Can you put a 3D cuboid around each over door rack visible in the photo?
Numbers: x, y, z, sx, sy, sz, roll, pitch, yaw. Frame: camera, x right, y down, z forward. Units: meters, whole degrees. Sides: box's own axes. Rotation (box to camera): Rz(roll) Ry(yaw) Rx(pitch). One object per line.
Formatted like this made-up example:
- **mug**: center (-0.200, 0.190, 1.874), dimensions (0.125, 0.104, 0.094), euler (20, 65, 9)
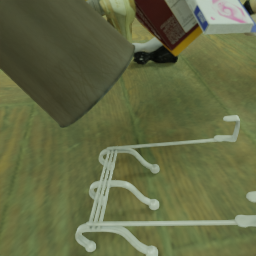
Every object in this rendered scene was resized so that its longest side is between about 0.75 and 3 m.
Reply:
- **over door rack**: center (0.682, 0.978, 4.691), dimensions (2.780, 0.926, 2.054), euler (-15, 31, 16)

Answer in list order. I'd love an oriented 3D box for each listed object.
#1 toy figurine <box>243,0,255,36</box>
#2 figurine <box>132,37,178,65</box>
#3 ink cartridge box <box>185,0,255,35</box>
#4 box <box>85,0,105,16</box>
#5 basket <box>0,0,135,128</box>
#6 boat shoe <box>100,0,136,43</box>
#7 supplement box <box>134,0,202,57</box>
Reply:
- **toy figurine**: center (3.383, -3.678, 7.322), dimensions (1.423, 2.013, 2.045), euler (-21, 31, 39)
- **figurine**: center (0.859, -3.034, 10.983), dimensions (1.686, 0.744, 1.728), euler (-11, 35, -8)
- **ink cartridge box**: center (2.062, -2.685, 6.132), dimensions (1.516, 0.328, 1.488), euler (-9, 62, -18)
- **box**: center (-0.912, -3.331, 5.463), dimensions (1.780, 0.620, 2.990), euler (-37, 58, -10)
- **basket**: center (-1.307, -1.407, 3.862), dimensions (1.621, 2.383, 2.149), euler (-45, 20, 7)
- **boat shoe**: center (-0.234, -1.749, 4.774), dimensions (0.505, 0.586, 1.605), euler (-22, -2, -8)
- **supplement box**: center (0.780, -3.750, 7.519), dimensions (1.659, 2.498, 2.464), euler (-41, 44, 11)
